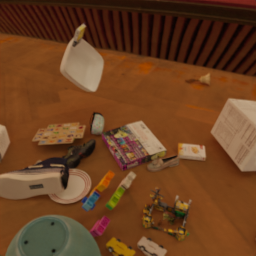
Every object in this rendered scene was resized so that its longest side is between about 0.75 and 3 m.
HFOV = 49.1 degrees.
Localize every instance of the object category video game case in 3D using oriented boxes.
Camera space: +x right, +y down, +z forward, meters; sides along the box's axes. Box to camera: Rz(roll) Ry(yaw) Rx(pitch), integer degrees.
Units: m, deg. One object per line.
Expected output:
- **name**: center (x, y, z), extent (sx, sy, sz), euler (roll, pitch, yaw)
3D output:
- **video game case**: center (0.203, 0.692, 12.101), extent (2.048, 0.405, 2.259), euler (-17, 42, -20)

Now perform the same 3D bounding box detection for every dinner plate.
- **dinner plate**: center (-2.183, 2.179, 10.420), extent (1.606, 0.195, 1.606), euler (0, 38, 0)

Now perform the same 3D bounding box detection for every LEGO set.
- **LEGO set**: center (1.281, 2.720, 9.014), extent (1.710, 0.991, 1.315), euler (21, 45, 21)
- **LEGO set**: center (-0.893, 2.434, 9.592), extent (1.038, 1.116, 2.720), euler (40, 40, -1)

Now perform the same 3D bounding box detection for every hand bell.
- **hand bell**: center (4.078, -2.819, 16.472), extent (1.415, 0.737, 0.737), euler (0, 37, 18)

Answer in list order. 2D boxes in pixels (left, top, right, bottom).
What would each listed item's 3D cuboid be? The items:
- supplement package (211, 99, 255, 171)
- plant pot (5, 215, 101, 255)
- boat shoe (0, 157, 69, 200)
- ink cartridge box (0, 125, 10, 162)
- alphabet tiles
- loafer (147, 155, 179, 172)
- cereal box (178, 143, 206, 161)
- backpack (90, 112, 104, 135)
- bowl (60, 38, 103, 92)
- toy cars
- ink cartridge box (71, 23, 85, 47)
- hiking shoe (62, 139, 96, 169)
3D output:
- **supplement package**: center (4.959, 0.263, 11.226), extent (1.819, 1.806, 2.397), euler (3, 36, -21)
- **plant pot**: center (-2.088, 3.445, 7.502), extent (2.746, 1.849, 2.746), euler (1, 38, -1)
- **boat shoe**: center (-3.489, 1.785, 10.300), extent (2.815, 1.051, 1.305), euler (-2, 28, 3)
- **ink cartridge box**: center (-6.046, 1.021, 11.193), extent (1.764, 1.019, 2.416), euler (0, 39, 0)
- **alphabet tiles**: center (-3.025, 0.239, 12.406), extent (2.184, 0.069, 1.817), euler (-4, 27, 3)
- **loafer**: center (1.409, 1.363, 11.244), extent (1.371, 0.431, 0.493), euler (-11, 40, -14)
- **cereal box**: center (2.674, 1.010, 11.827), extent (1.116, 0.221, 0.803), euler (4, 34, 7)
- **backpack**: center (-1.422, -0.141, 12.840), extent (0.626, 0.825, 0.989), euler (3, 41, 1)
- **bowl**: center (-2.155, -2.800, 12.747), extent (0.770, 2.062, 2.059), euler (-7, 61, 39)
- **toy cars**: center (0.234, 3.694, 8.376), extent (1.786, 0.395, 0.801), euler (1, 27, -6)
- **ink cartridge box**: center (-2.036, -3.909, 11.790), extent (0.195, 0.820, 0.829), euler (30, 44, 0)
- **hiking shoe**: center (-2.074, 0.912, 11.598), extent (0.867, 0.652, 1.722), euler (29, 47, 22)
